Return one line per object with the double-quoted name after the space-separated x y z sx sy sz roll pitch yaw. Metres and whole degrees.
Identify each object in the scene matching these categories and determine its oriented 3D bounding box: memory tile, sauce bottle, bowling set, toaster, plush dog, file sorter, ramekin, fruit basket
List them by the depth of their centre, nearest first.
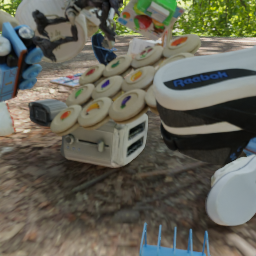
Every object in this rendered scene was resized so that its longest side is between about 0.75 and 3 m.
0.577 1.599 3.529 0.852 0.523 0.591 5 23 10 "file sorter"
-0.093 -0.769 4.885 2.660 0.223 2.038 -11 40 31 "memory tile"
-3.355 -1.748 5.248 1.177 1.525 2.192 38 21 30 "bowling set"
-0.431 0.100 6.326 1.373 1.208 2.126 13 15 20 "toaster"
0.535 -2.816 7.129 1.295 1.399 0.656 21 58 -22 "fruit basket"
-2.134 -2.827 8.173 2.060 2.060 0.959 -11 59 -26 "ramekin"
-2.344 -0.470 8.407 1.228 0.698 0.793 15 24 36 "toaster"
-1.402 -4.204 10.395 1.793 1.919 2.234 36 59 -4 "plush dog"
-0.415 -1.379 10.509 2.651 0.875 0.875 3 22 13 "sauce bottle"

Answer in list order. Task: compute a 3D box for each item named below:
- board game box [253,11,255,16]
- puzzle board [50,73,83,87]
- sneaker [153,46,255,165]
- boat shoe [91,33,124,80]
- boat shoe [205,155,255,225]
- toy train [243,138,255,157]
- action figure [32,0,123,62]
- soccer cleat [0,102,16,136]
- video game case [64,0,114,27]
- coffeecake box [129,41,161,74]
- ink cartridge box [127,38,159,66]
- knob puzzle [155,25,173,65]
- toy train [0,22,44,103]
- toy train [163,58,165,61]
4.992 -4.256 8.974 1.115 1.657 0.241 13 35 -13 "board game box"
-2.480 -2.420 13.896 1.659 0.192 2.202 15 27 33 "puzzle board"
1.553 -0.216 3.183 2.416 1.351 0.883 -4 49 11 "sneaker"
-0.512 -2.030 8.153 0.536 1.560 0.657 -7 29 41 "boat shoe"
1.874 0.995 4.938 2.185 0.775 0.763 -25 6 -40 "boat shoe"
2.997 0.377 5.909 0.899 0.682 1.573 38 -6 -40 "toy train"
-0.620 -1.770 4.327 1.745 1.037 0.890 -24 -14 16 "action figure"
-3.765 -0.297 8.093 0.739 0.660 1.905 -13 28 -24 "soccer cleat"
-1.149 -3.560 7.025 1.945 0.253 2.136 31 41 -24 "video game case"
1.327 -3.030 13.063 2.499 1.919 0.913 2 23 5 "coffeecake box"
0.728 -2.705 10.131 1.371 0.578 0.992 13 4 -10 "ink cartridge box"
1.062 -2.956 8.485 0.345 2.486 2.486 6 22 1 "knob puzzle"
-2.122 -1.117 5.019 0.973 0.738 1.703 -32 -6 -35 "toy train"
1.064 -1.064 5.965 1.130 0.418 1.504 39 15 -3 "toy train"
